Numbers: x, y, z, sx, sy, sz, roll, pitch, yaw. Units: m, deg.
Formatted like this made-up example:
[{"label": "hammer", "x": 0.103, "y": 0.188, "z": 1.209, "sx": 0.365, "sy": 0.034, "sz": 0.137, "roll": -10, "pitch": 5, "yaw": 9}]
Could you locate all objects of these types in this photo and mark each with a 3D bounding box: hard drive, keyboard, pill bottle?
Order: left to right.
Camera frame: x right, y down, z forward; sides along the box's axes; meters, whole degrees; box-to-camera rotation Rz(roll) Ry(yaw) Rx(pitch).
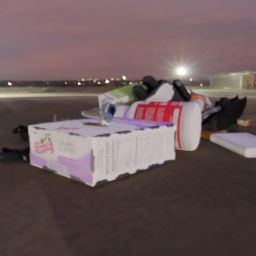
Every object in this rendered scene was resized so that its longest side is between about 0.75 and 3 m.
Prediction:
[{"label": "keyboard", "x": -3.781, "y": 0.147, "z": 11.311, "sx": 1.569, "sy": 0.335, "sz": 2.614, "roll": 5, "pitch": 7, "yaw": -12}, {"label": "pill bottle", "x": 0.897, "y": -0.109, "z": 9.048, "sx": 2.655, "sy": 1.490, "sz": 1.490, "roll": 4, "pitch": 10, "yaw": 24}, {"label": "hard drive", "x": 3.798, "y": 0.506, "z": 8.977, "sx": 1.461, "sy": 0.291, "sz": 2.216, "roll": -1, "pitch": 9, "yaw": -9}]

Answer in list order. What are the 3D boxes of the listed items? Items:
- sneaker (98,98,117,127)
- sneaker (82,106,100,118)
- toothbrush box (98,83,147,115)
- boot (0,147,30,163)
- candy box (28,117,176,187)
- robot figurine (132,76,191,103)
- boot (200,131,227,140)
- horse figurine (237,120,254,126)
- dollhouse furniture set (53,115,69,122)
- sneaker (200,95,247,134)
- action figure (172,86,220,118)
[{"label": "sneaker", "x": -0.427, "y": -0.426, "z": 6.510, "sx": 0.358, "sy": 0.396, "sz": 0.929, "roll": 32, "pitch": 32, "yaw": -29}, {"label": "sneaker", "x": -1.743, "y": -1.033, "z": 16.782, "sx": 2.263, "sy": 0.928, "sz": 0.846, "roll": -6, "pitch": 11, "yaw": -34}, {"label": "toothbrush box", "x": -0.136, "y": -0.829, "z": 11.219, "sx": 1.911, "sy": 1.391, "sz": 0.823, "roll": -23, "pitch": 37, "yaw": -29}, {"label": "boot", "x": -2.941, "y": 0.641, "z": 7.688, "sx": 0.917, "sy": 0.417, "sz": 1.092, "roll": 4, "pitch": 15, "yaw": -2}, {"label": "candy box", "x": -0.612, "y": 0.394, "z": 7.219, "sx": 2.469, "sy": 1.053, "sz": 2.943, "roll": 8, "pitch": 11, "yaw": 42}, {"label": "robot figurine", "x": 1.252, "y": -0.774, "z": 10.432, "sx": 1.886, "sy": 2.511, "sz": 1.567, "roll": -35, "pitch": 14, "yaw": 37}, {"label": "boot", "x": 3.232, "y": 0.226, "z": 10.586, "sx": 0.938, "sy": 0.330, "sz": 0.672, "roll": -14, "pitch": 21, "yaw": -36}, {"label": "horse figurine", "x": 5.664, "y": -0.264, "z": 13.906, "sx": 1.087, "sy": 0.271, "sz": 0.720, "roll": 12, "pitch": 25, "yaw": 30}, {"label": "dollhouse furniture set", "x": -3.387, "y": -0.408, "z": 14.218, "sx": 0.755, "sy": 0.491, "sz": 0.693, "roll": -2, "pitch": 9, "yaw": -12}, {"label": "sneaker", "x": 3.914, "y": -0.601, "z": 11.959, "sx": 2.989, "sy": 1.559, "sz": 0.897, "roll": -5, "pitch": 9, "yaw": -30}, {"label": "action figure", "x": 2.263, "y": -0.952, "z": 11.845, "sx": 2.713, "sy": 1.419, "sz": 2.624, "roll": -19, "pitch": 14, "yaw": -7}]
